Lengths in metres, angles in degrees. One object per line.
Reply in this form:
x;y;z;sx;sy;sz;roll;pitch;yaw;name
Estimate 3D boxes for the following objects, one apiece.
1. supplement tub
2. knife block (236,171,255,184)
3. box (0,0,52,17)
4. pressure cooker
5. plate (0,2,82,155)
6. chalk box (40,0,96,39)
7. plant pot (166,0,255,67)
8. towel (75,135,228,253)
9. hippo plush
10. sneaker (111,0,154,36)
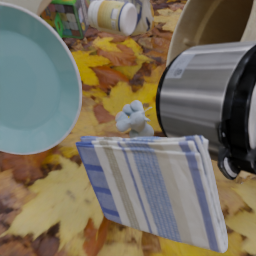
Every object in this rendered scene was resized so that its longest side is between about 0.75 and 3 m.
-0.361;-2.526;6.392;0.969;0.699;0.699;19;50;21;supplement tub
2.806;0.837;6.831;0.932;0.298;0.818;-21;50;-18;knife block
-2.167;-3.105;6.167;2.088;0.812;0.992;-48;45;4;box
1.222;-0.227;3.011;1.392;1.370;1.558;-6;12;-33;pressure cooker
-1.937;-0.715;4.620;2.492;2.492;0.318;6;24;5;plate
-1.658;-3.141;7.448;1.084;1.090;1.752;11;59;11;chalk box
2.336;-1.384;5.097;2.353;2.571;2.571;14;45;-17;plant pot
0.192;0.684;3.262;1.824;1.339;0.217;-2;23;43;towel
0.220;-0.092;5.133;0.789;0.634;0.628;-14;45;29;hippo plush
0.006;-3.867;7.987;1.177;2.670;1.005;-19;41;-5;sneaker
